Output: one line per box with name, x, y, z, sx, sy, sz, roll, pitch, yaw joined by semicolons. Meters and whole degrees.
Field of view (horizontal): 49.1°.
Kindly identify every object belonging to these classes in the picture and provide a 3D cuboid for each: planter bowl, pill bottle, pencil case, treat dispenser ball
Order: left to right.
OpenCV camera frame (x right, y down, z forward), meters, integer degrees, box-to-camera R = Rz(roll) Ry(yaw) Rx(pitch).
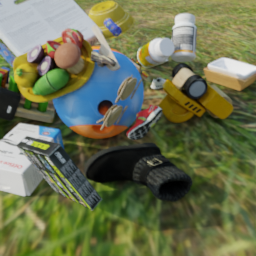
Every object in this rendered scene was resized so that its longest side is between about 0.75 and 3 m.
treat dispenser ball;-0.850;-1.001;8.081;2.608;2.608;2.608;0;33;0
planter bowl;-0.912;-4.577;11.578;2.255;0.939;2.255;-10;43;10
pencil case;-0.510;-3.312;9.202;0.303;0.337;0.776;1;41;-40
pill bottle;0.931;-2.545;9.423;0.772;0.772;1.390;-16;7;-23
pill bottle;1.876;-3.000;9.399;0.824;1.416;0.824;3;-4;0

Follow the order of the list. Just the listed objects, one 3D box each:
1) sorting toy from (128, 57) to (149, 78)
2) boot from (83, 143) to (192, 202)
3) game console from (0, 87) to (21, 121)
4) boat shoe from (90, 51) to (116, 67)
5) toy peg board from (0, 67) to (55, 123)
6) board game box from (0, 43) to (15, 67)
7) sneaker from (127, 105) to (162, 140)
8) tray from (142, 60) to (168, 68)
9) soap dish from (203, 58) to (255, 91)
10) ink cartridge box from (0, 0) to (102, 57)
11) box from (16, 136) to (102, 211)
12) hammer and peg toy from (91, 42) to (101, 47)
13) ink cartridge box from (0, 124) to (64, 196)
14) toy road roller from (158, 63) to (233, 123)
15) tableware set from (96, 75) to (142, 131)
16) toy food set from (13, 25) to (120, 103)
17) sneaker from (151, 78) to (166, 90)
sorting toy;0.281;-2.364;10.395;1.386;0.234;0.668;38;1;8
boot;0.207;1.099;6.434;2.162;0.814;1.616;-14;36;-21
game console;-3.609;-1.065;7.531;1.455;1.654;0.963;19;62;-22
boat shoe;-0.580;-1.525;6.451;0.765;0.281;0.285;33;17;36
toy peg board;-3.449;-1.376;9.302;2.212;1.082;2.203;13;29;-18
board game box;-3.502;-2.035;8.485;0.208;1.136;0.859;-41;20;-3
sneaker;0.360;-0.155;7.258;0.512;0.465;1.207;33;62;32
tray;1.158;-3.140;13.471;1.447;0.160;0.777;-25;40;-32
soap dish;4.256;-2.215;11.541;1.433;0.740;1.822;-29;42;-36
ink cartridge box;-2.407;-2.938;8.051;2.378;0.525;2.422;-38;80;-24
box;-1.361;0.850;5.438;1.421;1.471;0.350;3;43;47
hammer and peg toy;-1.998;-4.470;15.100;1.263;0.605;1.717;-2;33;-6
ink cartridge box;-2.637;0.725;7.064;1.301;0.751;1.782;9;34;13
toy road roller;2.079;-0.868;9.235;2.303;1.681;1.415;28;22;-28
tableware set;-0.233;-0.630;6.590;0.276;1.375;0.909;36;23;14
toy food set;-1.685;-1.630;6.580;2.595;0.848;1.527;-22;74;8
sneaker;1.354;-1.821;11.243;0.986;0.400;0.370;-18;36;-34
